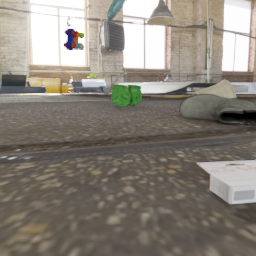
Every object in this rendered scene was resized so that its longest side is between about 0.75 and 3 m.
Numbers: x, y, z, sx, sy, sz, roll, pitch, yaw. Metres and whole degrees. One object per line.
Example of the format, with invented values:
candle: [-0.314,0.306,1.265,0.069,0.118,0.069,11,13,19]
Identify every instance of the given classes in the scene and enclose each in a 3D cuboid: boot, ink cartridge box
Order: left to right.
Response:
boot: [2.834,-0.559,8.758,2.515,0.852,1.643,1,14,14]
ink cartridge box: [1.311,0.566,3.086,0.878,0.196,0.774,-1,9,-11]

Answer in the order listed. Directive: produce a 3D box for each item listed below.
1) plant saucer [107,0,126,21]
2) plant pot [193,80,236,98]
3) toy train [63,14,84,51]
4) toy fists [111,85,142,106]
plant saucer: [-0.279,-3.866,8.534,0.175,1.279,1.279,31,-4,-23]
plant pot: [3.134,-0.999,10.489,1.254,1.370,1.370,-12,10,-5]
toy train: [-1.309,-2.372,7.015,0.366,0.866,0.501,16,17,34]
toy fists: [-0.027,-1.787,15.691,0.787,1.167,2.288,19,19,36]
